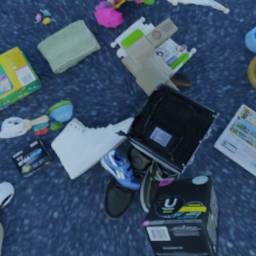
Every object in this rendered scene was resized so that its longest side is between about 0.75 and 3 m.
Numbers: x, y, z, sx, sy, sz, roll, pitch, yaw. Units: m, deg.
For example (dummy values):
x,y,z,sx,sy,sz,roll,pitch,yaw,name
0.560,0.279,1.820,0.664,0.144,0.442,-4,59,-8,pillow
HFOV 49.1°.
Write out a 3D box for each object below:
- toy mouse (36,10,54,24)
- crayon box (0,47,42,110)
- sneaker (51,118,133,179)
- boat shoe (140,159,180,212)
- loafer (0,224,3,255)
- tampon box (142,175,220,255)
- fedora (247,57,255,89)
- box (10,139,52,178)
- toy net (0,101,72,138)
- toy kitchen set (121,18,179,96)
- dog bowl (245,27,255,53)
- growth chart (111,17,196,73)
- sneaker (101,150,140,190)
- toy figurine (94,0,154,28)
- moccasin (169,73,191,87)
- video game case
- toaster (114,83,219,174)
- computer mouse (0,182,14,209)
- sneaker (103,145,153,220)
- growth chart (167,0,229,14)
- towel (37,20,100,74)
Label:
x,y,z,sx,sy,sz,roll,pitch,yaw,name
-3.361,-4.427,11.045,0.826,0.160,0.734,-20,77,-5,toy mouse
-4.633,-1.583,10.037,2.549,0.743,1.514,-31,78,-7,crayon box
-1.161,0.179,9.440,2.934,1.081,1.695,-36,82,-7,sneaker
1.137,1.392,9.051,1.049,0.945,2.967,18,88,4,boat shoe
-4.311,3.635,8.888,0.534,0.482,1.412,-8,76,-2,loafer
1.527,2.417,7.541,1.546,2.063,1.303,-12,108,24,tampon box
5.033,-1.881,10.147,1.679,0.685,1.679,1,74,-2,fedora
-3.320,1.057,9.639,1.122,0.258,0.892,-33,78,-8,box
-2.938,-0.164,8.690,2.672,1.402,0.516,-18,80,-50,toy net
1.374,-2.288,9.360,2.097,1.896,2.324,-41,89,-14,toy kitchen set
5.439,-3.474,10.665,1.821,0.451,1.015,-9,76,-3,dog bowl
0.890,-2.961,10.657,2.760,0.245,1.997,37,80,9,growth chart
-0.143,1.236,8.198,1.394,0.515,0.573,42,105,2,sneaker
-0.495,-4.823,10.632,2.060,1.680,2.238,-44,58,-1,toy figurine
1.682,-1.709,10.205,1.332,0.514,0.487,2,63,-19,moccasin
4.385,0.505,9.796,2.081,0.238,1.894,36,79,9,video game case
1.091,0.018,7.769,2.120,1.258,1.917,31,81,13,toaster
-4.596,2.580,9.113,1.077,0.431,1.965,33,76,20,computer mouse
-0.009,1.539,8.763,1.012,1.516,2.647,28,72,9,sneaker
1.882,-4.144,8.908,2.289,0.203,1.657,-5,43,-26,growth chart
-2.260,-3.105,10.609,2.056,0.375,1.525,-34,78,-8,towel
